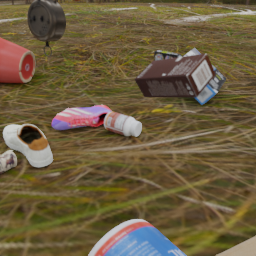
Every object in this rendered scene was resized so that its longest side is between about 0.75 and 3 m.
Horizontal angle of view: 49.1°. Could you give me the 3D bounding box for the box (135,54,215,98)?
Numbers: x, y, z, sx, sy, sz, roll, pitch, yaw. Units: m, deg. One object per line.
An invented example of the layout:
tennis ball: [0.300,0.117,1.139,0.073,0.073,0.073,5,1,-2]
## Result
box: [0.568,-0.644,3.544,0.457,0.342,0.912,-48,30,-25]

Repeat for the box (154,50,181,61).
box: [1.623,-2.491,11.857,1.121,1.399,0.310,22,36,32]

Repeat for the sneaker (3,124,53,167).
sneaker: [-2.770,0.167,7.613,2.230,0.944,0.812,25,39,39]

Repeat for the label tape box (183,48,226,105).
label tape box: [2.887,-2.196,11.072,1.809,0.794,2.508,45,41,2]

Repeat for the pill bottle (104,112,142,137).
pill bottle: [-0.149,-0.094,8.421,1.051,0.590,0.590,18,34,26]

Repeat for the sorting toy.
sorting toy: [2.499,2.661,3.689,2.116,0.421,2.862,-9,27,-24]

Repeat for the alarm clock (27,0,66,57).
alarm clock: [-3.159,-3.868,10.751,1.514,2.244,0.747,14,27,28]

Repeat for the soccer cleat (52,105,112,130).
soccer cleat: [-1.370,-0.278,8.748,1.953,0.651,0.747,-14,36,-29]

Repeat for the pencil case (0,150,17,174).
pencil case: [-3.227,0.918,6.728,0.421,0.484,1.082,20,34,37]

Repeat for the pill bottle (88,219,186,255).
pill bottle: [0.590,2.339,3.331,1.358,1.358,2.419,-22,38,-34]

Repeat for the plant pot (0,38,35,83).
plant pot: [-5.126,-2.801,12.093,1.742,1.969,1.969,13,31,5]
